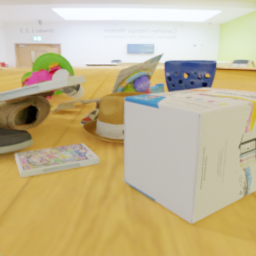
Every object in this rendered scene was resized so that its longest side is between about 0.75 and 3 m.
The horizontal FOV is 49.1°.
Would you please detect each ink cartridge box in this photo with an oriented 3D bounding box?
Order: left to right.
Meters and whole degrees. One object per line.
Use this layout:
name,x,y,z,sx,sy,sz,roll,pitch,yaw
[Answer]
ink cartridge box,1.162,0.205,4.391,2.016,1.458,1.484,-11,19,-36

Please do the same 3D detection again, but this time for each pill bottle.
pill bottle,-2.590,-1.866,12.274,0.831,0.831,1.435,7,-16,25

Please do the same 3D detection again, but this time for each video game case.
video game case,-2.580,-0.975,7.406,2.612,0.235,1.870,-12,11,6
video game case,-1.423,0.600,5.544,1.441,0.130,1.032,-7,16,-26

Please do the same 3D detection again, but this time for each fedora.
fedora,0.066,-0.367,7.383,2.592,1.057,2.592,-1,15,0

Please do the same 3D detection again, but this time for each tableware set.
tableware set,-1.569,-0.914,10.452,2.542,0.295,2.123,-6,9,16

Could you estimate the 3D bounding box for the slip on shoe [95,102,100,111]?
slip on shoe,-0.584,-0.690,9.827,1.353,0.410,0.515,11,19,36

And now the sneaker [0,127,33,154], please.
sneaker,-3.260,-0.198,5.827,2.535,1.346,0.948,3,6,2

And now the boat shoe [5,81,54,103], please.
boat shoe,-3.198,-1.001,9.084,1.597,0.562,0.562,-15,53,10

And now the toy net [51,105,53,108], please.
toy net,-3.605,-0.428,8.909,1.226,0.451,2.336,16,23,38

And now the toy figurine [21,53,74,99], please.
toy figurine,-4.117,-2.047,12.861,2.832,2.126,2.606,-19,22,11

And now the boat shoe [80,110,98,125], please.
boat shoe,-1.165,-0.312,8.542,0.337,0.296,0.945,17,23,15

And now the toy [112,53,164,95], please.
toy,0.215,-1.063,8.379,1.452,0.595,2.522,-28,-12,-24

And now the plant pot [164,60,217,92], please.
plant pot,2.586,-1.890,11.625,2.010,1.807,2.010,4,15,17

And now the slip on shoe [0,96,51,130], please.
slip on shoe,-2.643,-0.378,7.451,0.738,0.926,2.436,6,8,15

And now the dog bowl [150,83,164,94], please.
dog bowl,0.609,-1.332,11.287,1.946,0.482,1.085,-7,17,37
